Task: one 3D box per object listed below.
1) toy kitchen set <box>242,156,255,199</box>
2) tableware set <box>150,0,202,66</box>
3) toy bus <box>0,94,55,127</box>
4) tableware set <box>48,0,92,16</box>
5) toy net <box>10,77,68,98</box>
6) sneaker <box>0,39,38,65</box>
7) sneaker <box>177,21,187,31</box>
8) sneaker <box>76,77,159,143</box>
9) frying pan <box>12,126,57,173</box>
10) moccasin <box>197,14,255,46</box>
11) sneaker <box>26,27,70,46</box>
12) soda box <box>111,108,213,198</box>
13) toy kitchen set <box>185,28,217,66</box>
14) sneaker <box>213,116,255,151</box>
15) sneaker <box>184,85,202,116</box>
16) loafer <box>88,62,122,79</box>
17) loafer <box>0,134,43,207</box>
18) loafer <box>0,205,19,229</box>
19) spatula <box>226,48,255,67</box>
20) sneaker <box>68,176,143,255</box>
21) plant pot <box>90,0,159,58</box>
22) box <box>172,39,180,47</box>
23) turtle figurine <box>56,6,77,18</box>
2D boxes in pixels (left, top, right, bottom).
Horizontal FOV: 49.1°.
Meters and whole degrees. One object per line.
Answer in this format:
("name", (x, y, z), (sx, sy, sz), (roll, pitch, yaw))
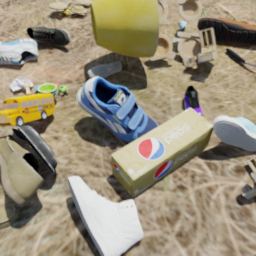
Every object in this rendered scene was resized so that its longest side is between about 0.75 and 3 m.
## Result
("toy kitchen set", (3.250, 1.196, 7.353), (0.922, 1.130, 1.020), (-37, 47, 20))
("tableware set", (1.795, -3.892, 10.970), (2.479, 0.344, 2.967), (-9, 94, -9))
("toy bus", (-2.994, -0.535, 8.251), (0.646, 0.777, 1.984), (0, 12, 21))
("tableware set", (-2.865, -6.214, 14.182), (1.897, 0.263, 2.271), (9, 41, 1))
("toy net", (-3.258, -1.531, 9.932), (2.166, 0.418, 1.136), (17, 42, 22))
("sneaker", (-4.646, -2.825, 10.955), (2.307, 0.865, 1.000), (-19, 56, -16))
("sneaker", (2.448, -4.555, 12.623), (0.345, 0.382, 0.933), (-11, 9, 29))
("sneaker", (-0.161, -0.457, 8.160), (2.832, 1.165, 1.047), (31, 58, -9))
("frying pan", (-2.593, 0.543, 7.910), (0.419, 1.557, 2.573), (-39, 15, -19))
("moccasin", (4.396, -4.305, 12.131), (2.776, 1.015, 1.071), (10, 40, 13))
("sneaker", (-3.339, -3.805, 11.714), (1.868, 0.698, 0.992), (21, 28, 30))
("soda box", (0.995, 0.614, 7.810), (2.929, 0.938, 0.992), (-30, 55, -23))
("toy kitchen set", (2.670, -3.046, 10.576), (1.081, 1.195, 1.325), (-7, 12, 25))
("sneaker", (3.099, 0.016, 8.064), (2.031, 0.751, 0.832), (26, 41, -31))
("sneaker", (2.128, -0.873, 9.271), (0.483, 0.690, 1.388), (-5, 49, -1))
("loafer", (-0.903, -2.134, 10.502), (1.454, 0.508, 0.507), (-21, 12, -33))
("loafer", (-2.795, 0.952, 7.271), (0.874, 0.985, 2.592), (-28, 42, -13))
("loafer", (-3.346, 2.177, 6.748), (1.342, 0.452, 0.510), (-14, 50, -12))
("spatula", (4.751, -2.516, 10.890), (0.273, 0.750, 2.654), (-47, 50, 5))
("sneaker", (-0.510, 1.909, 6.708), (1.241, 0.791, 2.147), (-26, 70, -21))
("plant pot", (-0.258, -3.741, 9.804), (1.946, 2.741, 2.741), (-10, 49, -10))
("box", (2.344, -3.638, 12.107), (0.784, 0.136, 0.431), (14, 50, 12))
("turtle figurine", (-3.068, -5.779, 13.856), (1.060, 0.341, 0.855), (-9, 47, -5))
